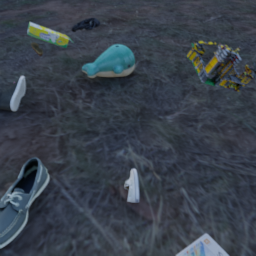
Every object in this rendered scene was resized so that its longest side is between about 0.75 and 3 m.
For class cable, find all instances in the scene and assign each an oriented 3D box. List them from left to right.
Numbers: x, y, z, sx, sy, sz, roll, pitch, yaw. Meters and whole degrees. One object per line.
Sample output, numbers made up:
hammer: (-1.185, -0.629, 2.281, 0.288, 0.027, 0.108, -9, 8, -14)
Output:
cable: (-1.532, -3.712, 10.163, 1.000, 0.311, 1.226, -14, 31, 9)

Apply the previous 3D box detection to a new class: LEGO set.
LEGO set: (3.083, -2.143, 8.716, 2.242, 1.299, 1.724, 17, 45, -20)

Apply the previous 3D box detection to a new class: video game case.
video game case: (1.740, 3.767, 6.320, 2.274, 0.250, 2.073, -23, 43, -27)

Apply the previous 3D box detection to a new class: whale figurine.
whale figurine: (-1.001, -3.486, 14.703, 2.821, 1.464, 2.244, -19, 41, -22)

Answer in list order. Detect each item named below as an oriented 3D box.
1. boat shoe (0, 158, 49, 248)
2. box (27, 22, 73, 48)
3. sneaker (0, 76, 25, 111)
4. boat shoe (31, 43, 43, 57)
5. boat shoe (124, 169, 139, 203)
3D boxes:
boat shoe: (-3.249, 2.023, 8.050, 1.051, 0.891, 2.886, 10, 39, 12)
box: (-2.420, -2.871, 8.765, 1.362, 0.329, 0.799, 12, 22, -25)
sneaker: (-5.497, -1.675, 12.852, 1.192, 0.850, 2.404, 3, 42, -4)
boat shoe: (-3.865, -3.308, 11.832, 0.276, 0.259, 0.768, -28, 66, -32)
boat shoe: (0.087, 1.791, 8.768, 0.429, 0.436, 1.229, 0, 44, -4)
